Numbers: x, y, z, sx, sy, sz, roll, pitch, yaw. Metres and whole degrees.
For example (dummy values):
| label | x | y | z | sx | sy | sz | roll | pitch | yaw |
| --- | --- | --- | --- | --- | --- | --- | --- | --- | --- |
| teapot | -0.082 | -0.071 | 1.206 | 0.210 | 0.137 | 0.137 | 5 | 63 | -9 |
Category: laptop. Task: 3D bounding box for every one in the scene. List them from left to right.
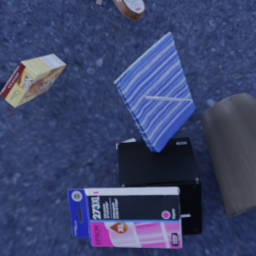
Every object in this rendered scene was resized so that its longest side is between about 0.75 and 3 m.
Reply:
| label | x | y | z | sx | sy | sz | roll | pitch | yaw |
| --- | --- | --- | --- | --- | --- | --- | --- | --- | --- |
| laptop | 0.853 | 1.690 | 7.995 | 2.200 | 1.282 | 2.483 | -5 | 102 | 0 |

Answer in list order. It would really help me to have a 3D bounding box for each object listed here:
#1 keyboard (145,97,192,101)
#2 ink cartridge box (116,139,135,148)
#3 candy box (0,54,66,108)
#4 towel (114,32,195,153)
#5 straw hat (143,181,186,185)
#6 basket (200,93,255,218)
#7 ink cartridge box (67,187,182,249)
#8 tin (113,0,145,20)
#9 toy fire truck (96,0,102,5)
| label | x | y | z | sx | sy | sz | roll | pitch | yaw |
| --- | --- | --- | --- | --- | --- | --- | --- | --- | --- |
| keyboard | 1.027 | -0.713 | 6.851 | 0.417 | 1.483 | 0.079 | 2 | 94 | 42 |
| ink cartridge box | 0.053 | 0.814 | 8.405 | 0.596 | 0.349 | 0.825 | -19 | 69 | -7 |
| candy box | -2.656 | -1.416 | 8.054 | 0.560 | 2.024 | 1.168 | 41 | 111 | -7 |
| towel | 0.878 | -0.757 | 7.280 | 1.954 | 2.699 | 0.322 | -46 | 45 | -15 |
| straw hat | 1.046 | 1.723 | 7.967 | 1.293 | 0.547 | 1.293 | -1 | 82 | 6 |
| basket | 3.318 | 0.638 | 7.685 | 2.551 | 1.924 | 2.829 | -26 | 66 | 16 |
| ink cartridge box | -0.157 | 2.282 | 7.172 | 2.980 | 0.553 | 1.411 | -3 | 98 | 12 |
| tin | -0.123 | -4.401 | 9.259 | 0.998 | 0.373 | 1.782 | -37 | 93 | -36 |
| toy fire truck | -1.258 | -5.311 | 10.557 | 1.018 | 0.744 | 1.157 | 2 | 60 | 0 |
